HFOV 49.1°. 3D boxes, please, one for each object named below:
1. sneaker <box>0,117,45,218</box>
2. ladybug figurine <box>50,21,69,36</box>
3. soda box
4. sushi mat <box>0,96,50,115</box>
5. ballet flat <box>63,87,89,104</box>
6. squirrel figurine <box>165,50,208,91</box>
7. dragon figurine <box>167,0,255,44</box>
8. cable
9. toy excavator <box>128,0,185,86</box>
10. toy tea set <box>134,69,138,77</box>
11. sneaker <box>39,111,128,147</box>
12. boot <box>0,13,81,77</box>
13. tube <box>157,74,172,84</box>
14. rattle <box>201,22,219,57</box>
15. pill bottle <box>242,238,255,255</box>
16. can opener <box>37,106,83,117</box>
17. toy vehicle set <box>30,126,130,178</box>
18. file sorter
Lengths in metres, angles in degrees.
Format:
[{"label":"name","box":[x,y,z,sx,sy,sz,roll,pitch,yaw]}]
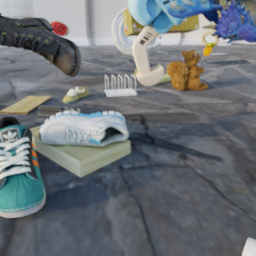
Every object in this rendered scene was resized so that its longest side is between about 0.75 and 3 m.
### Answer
[{"label":"sneaker","box":[-2.342,0.614,5.587,1.018,1.139,2.851,-11,24,-25]},{"label":"ladybug figurine","box":[-2.596,-3.726,10.575,0.784,0.532,0.282,21,41,-31]},{"label":"soda box","box":[0.934,-3.021,7.873,2.080,0.704,0.666,-9,12,-18]},{"label":"sushi mat","box":[-3.885,-0.898,10.766,1.023,0.129,2.139,3,22,9]},{"label":"ballet flat","box":[-2.168,-1.410,11.574,0.529,0.529,1.497,12,25,27]},{"label":"squirrel figurine","box":[2.738,-2.697,13.059,1.900,1.773,1.344,-13,25,-29]},{"label":"dragon figurine","box":[1.058,-1.713,3.613,1.383,0.819,2.782,9,30,-29]},{"label":"cable","box":[0.245,-3.907,11.375,1.891,1.892,0.655,-27,21,-9]},{"label":"toy excavator","box":[0.556,-2.469,6.555,2.286,2.351,1.174,40,17,-27]},{"label":"toy tea set","box":[0.740,-3.171,16.031,0.749,0.466,1.259,-17,27,-36]},{"label":"sneaker","box":[-0.988,0.099,6.606,2.148,0.805,0.931,-8,31,-16]},{"label":"boot","box":[-2.676,-2.129,7.014,2.599,0.900,2.262,44,32,23]},{"label":"tube","box":[1.603,-2.479,14.452,1.584,0.411,0.460,-18,-11,-28]},{"label":"rattle","box":[2.957,-3.269,10.139,0.687,1.055,0.754,39,60,16]},{"label":"pill bottle","box":[1.920,1.776,3.581,0.832,0.475,0.475,15,26,33]},{"label":"can opener","box":[-2.300,-0.489,9.576,1.546,0.412,0.517,6,-10,15]},{"label":"toy vehicle set","box":[-1.391,0.371,7.280,2.567,0.340,1.595,20,29,41]},{"label":"file sorter","box":[-0.343,-1.893,12.368,1.298,0.808,0.901,-4,22,-12]}]
